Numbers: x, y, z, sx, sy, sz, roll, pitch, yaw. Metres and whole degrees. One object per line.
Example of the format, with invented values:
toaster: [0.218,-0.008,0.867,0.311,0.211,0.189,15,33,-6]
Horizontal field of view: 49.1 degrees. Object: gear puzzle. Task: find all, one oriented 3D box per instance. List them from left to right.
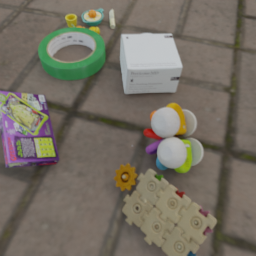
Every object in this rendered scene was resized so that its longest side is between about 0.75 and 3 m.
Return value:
gear puzzle: [0.655,1.957,7.036,2.922,0.383,1.513,35,96,33]

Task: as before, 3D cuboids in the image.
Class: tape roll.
tape roll: [-2.157,-2.932,10.898,2.519,0.605,2.519,-1,54,1]

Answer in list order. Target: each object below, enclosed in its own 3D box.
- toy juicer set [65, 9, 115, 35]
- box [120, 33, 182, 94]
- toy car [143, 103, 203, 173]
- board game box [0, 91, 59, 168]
toy juicer set: [-1.437,-4.665,12.155,2.315,0.630,1.473,-21,56,-15]
box: [0.720,-2.275,9.879,1.864,1.225,1.874,-3,54,-6]
toy car: [1.132,0.352,7.957,1.461,1.705,1.948,-18,78,35]
board game box: [-2.979,-0.005,8.269,1.436,0.386,2.393,5,55,-40]
